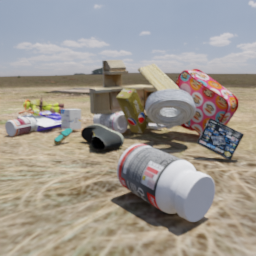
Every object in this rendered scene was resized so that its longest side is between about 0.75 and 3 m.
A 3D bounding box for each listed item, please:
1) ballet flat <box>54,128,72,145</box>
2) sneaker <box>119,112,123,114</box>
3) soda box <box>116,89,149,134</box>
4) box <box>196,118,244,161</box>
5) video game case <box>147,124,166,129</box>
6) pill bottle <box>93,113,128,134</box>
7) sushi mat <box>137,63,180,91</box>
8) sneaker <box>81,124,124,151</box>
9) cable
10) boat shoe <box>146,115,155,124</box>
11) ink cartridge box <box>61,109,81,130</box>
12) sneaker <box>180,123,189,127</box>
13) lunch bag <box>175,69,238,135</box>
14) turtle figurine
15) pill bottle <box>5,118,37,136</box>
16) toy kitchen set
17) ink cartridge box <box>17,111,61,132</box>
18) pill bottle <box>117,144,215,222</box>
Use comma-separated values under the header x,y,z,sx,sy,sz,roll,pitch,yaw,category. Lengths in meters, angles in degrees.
x,y,z,sx,sy,sz,roll,pitch,yaw,category
-2.427,0.328,10.388,0.313,0.313,0.885,8,37,34,ballet flat
-0.120,-0.699,14.144,1.797,0.636,0.656,-2,9,-23,sneaker
0.218,-0.696,11.815,0.620,1.937,0.656,8,47,37,soda box
2.778,0.342,8.486,1.111,0.883,0.256,28,-4,16,box
1.127,-0.199,13.906,1.262,0.159,1.762,-10,15,-40,video game case
-0.807,-0.270,12.431,0.874,0.874,1.542,-11,16,-44,pill bottle
1.374,-1.753,11.069,0.999,0.126,2.088,-28,68,-38,sushi mat
-1.183,0.311,9.875,1.908,0.714,1.014,10,12,36,sneaker
1.503,-0.686,9.950,1.776,0.615,1.776,-16,-36,32,cable
0.993,-0.455,12.879,1.385,0.497,0.468,-10,39,12,boat shoe
-2.533,-0.380,12.430,0.661,0.897,0.649,5,7,42,ink cartridge box
3.013,-0.726,13.913,1.128,1.191,2.948,-4,13,-28,sneaker
2.847,-0.854,11.347,1.076,2.313,2.626,-16,51,-41,lunch bag
-4.164,-1.028,13.577,2.070,0.827,2.567,6,7,-20,turtle figurine
-4.543,-0.071,11.954,0.671,0.671,1.175,7,13,31,pill bottle
0.102,-1.701,11.585,2.719,2.218,2.453,-10,15,-33,toy kitchen set
-3.847,-0.281,13.385,2.000,0.434,1.981,16,19,32,ink cartridge box
0.686,1.025,5.490,1.047,1.047,1.807,-9,18,-37,pill bottle
